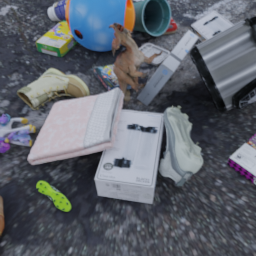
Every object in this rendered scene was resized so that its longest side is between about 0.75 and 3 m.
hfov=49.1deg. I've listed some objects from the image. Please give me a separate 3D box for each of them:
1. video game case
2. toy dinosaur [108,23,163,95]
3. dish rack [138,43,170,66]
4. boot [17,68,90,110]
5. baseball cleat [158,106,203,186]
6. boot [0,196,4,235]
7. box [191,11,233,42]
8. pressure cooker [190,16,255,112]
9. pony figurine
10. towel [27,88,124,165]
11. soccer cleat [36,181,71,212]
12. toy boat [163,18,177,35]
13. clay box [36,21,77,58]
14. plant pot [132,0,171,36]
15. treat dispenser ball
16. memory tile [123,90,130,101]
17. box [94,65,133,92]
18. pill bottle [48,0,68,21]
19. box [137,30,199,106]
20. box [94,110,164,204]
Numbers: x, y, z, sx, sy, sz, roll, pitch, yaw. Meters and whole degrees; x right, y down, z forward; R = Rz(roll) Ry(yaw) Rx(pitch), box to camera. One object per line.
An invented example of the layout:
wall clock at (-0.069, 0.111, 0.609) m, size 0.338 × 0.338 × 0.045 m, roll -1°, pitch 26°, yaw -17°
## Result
video game case at (4.546, 1.120, 8.318) m, size 2.128 × 0.420 × 2.348 m, roll -33°, pitch 55°, yaw -27°
toy dinosaur at (-0.083, -2.293, 9.854) m, size 1.866 × 2.754 × 1.182 m, roll 32°, pitch 42°, yaw 6°
dish rack at (1.070, -3.236, 12.484) m, size 1.319 × 0.287 × 1.132 m, roll 30°, pitch 55°, yaw 24°
boot at (-2.743, -1.281, 10.296) m, size 2.342 × 0.844 × 1.811 m, roll 25°, pitch 51°, yaw 29°
baseball cleat at (1.258, 0.466, 7.982) m, size 0.943 × 1.439 × 2.703 m, roll 25°, pitch 29°, yaw -15°
boot at (-4.188, 2.571, 6.714) m, size 2.242 × 0.860 × 1.741 m, roll 0°, pitch 42°, yaw -18°
box at (3.965, -4.379, 12.809) m, size 1.300 × 0.670 × 2.228 m, roll -32°, pitch 43°, yaw 9°
pressure cooker at (3.838, -2.203, 9.327) m, size 2.930 × 2.617 × 2.577 m, roll -26°, pitch 22°, yaw 16°
pony figurine at (-3.919, 0.229, 8.684) m, size 1.793 × 1.493 × 1.731 m, roll 0°, pitch 29°, yaw -10°
towel at (-1.558, -0.164, 8.820) m, size 2.703 × 0.456 × 2.830 m, roll -12°, pitch 36°, yaw 16°
soccer cleat at (-1.991, 1.840, 7.681) m, size 1.162 × 0.471 × 0.392 m, roll 36°, pitch 91°, yaw 9°
toy boat at (1.875, -5.450, 14.098) m, size 0.985 × 0.987 × 1.510 m, roll -10°, pitch 48°, yaw -9°
clay box at (-3.117, -4.284, 13.301) m, size 1.326 × 0.549 × 2.308 m, roll 18°, pitch 49°, yaw 16°
plant pot at (0.839, -5.350, 13.460) m, size 1.737 × 1.737 × 1.701 m, roll -30°, pitch 33°, yaw -25°
treat dispenser ball at (-1.201, -4.877, 12.225) m, size 2.993 × 2.993 × 2.993 m, roll 0°, pitch 47°, yaw 0°
memory tile at (-0.341, -1.416, 10.930) m, size 0.832 × 0.091 × 1.085 m, roll -3°, pitch 46°, yaw -3°
box at (-0.583, -1.982, 11.151) m, size 1.048 × 0.289 × 1.535 m, roll -17°, pitch 47°, yaw -24°
pill bottle at (-3.354, -6.056, 14.480) m, size 1.532 × 0.917 × 0.917 m, roll -5°, pitch 42°, yaw 28°
box at (1.469, -2.226, 10.390) m, size 0.529 × 2.004 × 2.570 m, roll 36°, pitch 52°, yaw -2°
box at (0.155, 0.720, 8.360) m, size 1.634 × 0.842 × 2.801 m, roll 6°, pitch 47°, yaw 8°
